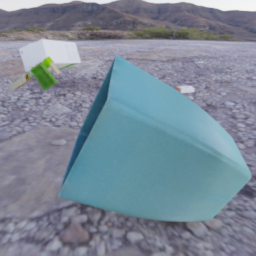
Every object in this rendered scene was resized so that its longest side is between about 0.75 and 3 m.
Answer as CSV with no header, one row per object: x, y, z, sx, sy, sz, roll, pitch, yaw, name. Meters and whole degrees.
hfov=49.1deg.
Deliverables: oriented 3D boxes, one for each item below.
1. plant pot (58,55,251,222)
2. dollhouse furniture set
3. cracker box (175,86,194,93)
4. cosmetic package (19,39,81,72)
0.527,0.415,4.876,2.666,1.884,1.883,24,29,-12,plant pot
-2.560,-1.300,7.705,1.264,0.634,0.828,-28,24,15,dollhouse furniture set
2.825,-1.914,13.922,0.785,0.226,0.526,-7,23,-19,cracker box
-2.633,-2.475,9.663,1.033,0.815,1.920,-11,9,26,cosmetic package
